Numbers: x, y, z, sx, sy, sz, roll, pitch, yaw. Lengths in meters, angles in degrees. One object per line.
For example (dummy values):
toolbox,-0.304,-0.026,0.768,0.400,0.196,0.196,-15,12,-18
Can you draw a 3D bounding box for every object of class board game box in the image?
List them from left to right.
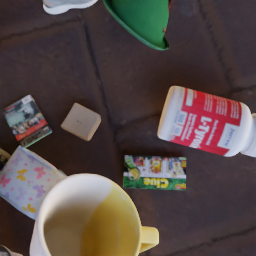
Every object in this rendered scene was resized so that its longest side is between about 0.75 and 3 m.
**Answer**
board game box,0.717,1.199,7.519,1.681,0.197,0.881,2,83,-3

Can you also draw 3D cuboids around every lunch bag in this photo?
lunch bag,-2.420,1.427,7.134,1.542,0.980,1.307,28,78,18

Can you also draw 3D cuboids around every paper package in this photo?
paper package,-1.282,-0.160,7.764,0.825,0.427,0.786,27,79,7

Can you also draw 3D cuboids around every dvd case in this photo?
dvd case,-2.866,-0.189,7.918,0.942,0.142,1.290,-32,81,-7

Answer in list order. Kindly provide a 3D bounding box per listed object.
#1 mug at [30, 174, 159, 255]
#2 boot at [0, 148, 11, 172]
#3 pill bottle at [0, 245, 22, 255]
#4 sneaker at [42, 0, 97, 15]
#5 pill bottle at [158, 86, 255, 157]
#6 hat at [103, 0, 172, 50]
mug,-0.943,2.603,6.150,2.660,2.183,2.130,37,43,-2
boot,-3.978,0.781,7.041,1.782,1.346,0.643,28,112,5
pill bottle,-3.305,3.114,5.765,1.499,2.633,1.499,-9,59,15
sneaker,-1.670,-4.046,8.438,1.917,0.760,0.708,-20,66,-6
pill bottle,2.158,-0.103,7.224,2.558,1.436,1.436,15,78,4
hat,0.867,-3.730,7.241,2.219,2.358,2.679,23,35,-31
